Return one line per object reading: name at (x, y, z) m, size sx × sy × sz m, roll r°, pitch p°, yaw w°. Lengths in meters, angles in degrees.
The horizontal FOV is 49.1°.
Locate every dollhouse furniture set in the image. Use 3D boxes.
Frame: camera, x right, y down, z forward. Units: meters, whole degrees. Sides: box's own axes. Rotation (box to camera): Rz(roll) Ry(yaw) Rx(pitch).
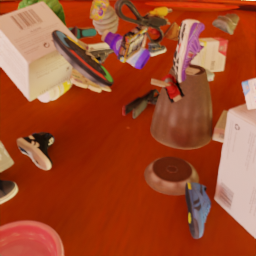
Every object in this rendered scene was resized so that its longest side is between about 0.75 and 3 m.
dollhouse furniture set at (-1.872, -2.574, 10.234) m, size 1.211 × 1.085 × 1.528 m, roll -23°, pitch 59°, yaw 37°

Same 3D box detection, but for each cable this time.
cable at (0.528, -4.020, 10.606) m, size 2.842 × 1.380 × 0.715 m, roll -4°, pitch 33°, yaw -36°

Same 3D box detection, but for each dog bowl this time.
dog bowl at (-4.662, 1.028, 7.508) m, size 2.848 × 0.835 × 2.848 m, roll -14°, pitch 8°, yaw 2°

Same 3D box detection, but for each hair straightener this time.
hair straightener at (0.955, -1.096, 12.351) m, size 1.082 × 0.576 × 2.813 m, roll 21°, pitch 33°, yaw 29°

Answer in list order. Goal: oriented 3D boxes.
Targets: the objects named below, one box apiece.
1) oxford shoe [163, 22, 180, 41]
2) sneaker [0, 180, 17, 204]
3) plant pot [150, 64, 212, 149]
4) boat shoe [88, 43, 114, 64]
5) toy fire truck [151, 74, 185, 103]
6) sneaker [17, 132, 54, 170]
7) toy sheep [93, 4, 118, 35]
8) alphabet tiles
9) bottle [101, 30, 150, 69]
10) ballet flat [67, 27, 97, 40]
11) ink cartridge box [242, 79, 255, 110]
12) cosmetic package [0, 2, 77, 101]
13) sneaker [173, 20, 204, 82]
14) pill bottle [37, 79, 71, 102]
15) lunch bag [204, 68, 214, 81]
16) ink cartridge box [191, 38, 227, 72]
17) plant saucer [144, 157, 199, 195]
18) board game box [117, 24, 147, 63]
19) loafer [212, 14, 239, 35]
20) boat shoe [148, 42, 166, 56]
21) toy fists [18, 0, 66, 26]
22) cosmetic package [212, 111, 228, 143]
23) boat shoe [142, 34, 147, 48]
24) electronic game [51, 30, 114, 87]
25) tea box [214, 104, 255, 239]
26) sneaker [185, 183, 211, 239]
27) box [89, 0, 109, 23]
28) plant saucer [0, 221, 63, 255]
oxford shoe at (2.063, -4.142, 12.283) m, size 0.720 × 0.721 × 2.021 m, roll 45°, pitch 31°, yaw 2°
sneaker at (-4.045, 1.720, 7.504) m, size 1.967 × 0.781 × 0.771 m, roll -15°, pitch 33°, yaw -24°
plant pot at (2.026, -0.920, 10.080) m, size 2.337 × 2.500 × 2.337 m, roll 0°, pitch 33°, yaw 0°
boat shoe at (-1.348, -2.997, 11.644) m, size 0.917 × 0.869 × 2.624 m, roll -6°, pitch 14°, yaw 32°
toy fire truck at (0.962, -1.097, 7.059) m, size 0.528 × 0.821 × 0.723 m, roll -29°, pitch 42°, yaw 18°
sneaker at (-2.793, 0.621, 9.303) m, size 1.072 × 0.700 × 1.916 m, roll -29°, pitch 41°, yaw -36°
toy sheep at (-0.956, -4.558, 11.732) m, size 1.203 × 1.745 × 1.203 m, roll -8°, pitch 51°, yaw 10°
alphabet tiles at (-2.278, -2.530, 13.680) m, size 2.812 × 0.210 × 2.875 m, roll 14°, pitch 24°, yaw -30°
bottle at (-0.117, -2.949, 10.364) m, size 1.862 × 0.778 × 0.608 m, roll 35°, pitch 8°, yaw 6°
ballet flat at (-2.150, -4.130, 12.274) m, size 1.575 × 0.541 × 0.496 m, roll -11°, pitch 22°, yaw -32°
ink cartridge box at (2.947, -0.785, 5.683) m, size 0.611 × 0.627 × 0.975 m, roll -14°, pitch 1°, yaw -21°
cosmetic package at (-2.843, -2.307, 8.642) m, size 1.723 × 2.059 × 1.713 m, roll -37°, pitch 81°, yaw -28°
sneaker at (1.307, -1.581, 5.967) m, size 0.558 × 1.338 × 0.540 m, roll 4°, pitch 36°, yaw -7°
pill bottle at (-3.479, -1.898, 13.052) m, size 0.996 × 0.996 × 1.790 m, roll 11°, pitch 33°, yaw 16°
lunch bag at (4.087, -2.914, 15.211) m, size 0.919 × 0.442 × 1.146 m, roll -6°, pitch 33°, yaw -10°
ink cartridge box at (4.175, -4.096, 15.845) m, size 2.410 × 1.749 × 1.005 m, roll -6°, pitch 31°, yaw -10°
plant saucer at (1.326, 1.350, 8.533) m, size 1.655 × 0.303 × 1.655 m, roll 1°, pitch 32°, yaw 0°
board game box at (0.124, -2.683, 8.877) m, size 0.301 × 0.878 × 1.062 m, roll 34°, pitch 49°, yaw 10°
loafer at (4.072, -4.406, 11.571) m, size 0.812 × 0.752 × 2.160 m, roll 32°, pitch 24°, yaw 15°
boat shoe at (1.986, -5.497, 18.941) m, size 0.672 × 0.863 × 1.900 m, roll 22°, pitch 38°, yaw 30°
toy fists at (-2.883, -3.832, 9.268) m, size 1.796 × 0.916 × 0.618 m, roll 16°, pitch 44°, yaw 26°
cosmetic package at (3.755, -0.039, 10.517) m, size 0.772 × 0.545 × 1.492 m, roll 16°, pitch 35°, yaw 24°
boat shoe at (0.463, -3.788, 12.182) m, size 0.591 × 1.705 × 0.604 m, roll 10°, pitch 44°, yaw -3°
electronic game at (-1.138, -1.783, 7.232) m, size 1.981 × 0.412 × 1.981 m, roll 42°, pitch 13°, yaw -12°
tea box at (3.953, 0.808, 6.867) m, size 2.839 × 2.886 × 1.928 m, roll -17°, pitch 35°, yaw -21°
sneaker at (1.854, 2.049, 7.163) m, size 0.671 × 0.564 × 1.711 m, roll 6°, pitch 32°, yaw 3°
box at (-1.065, -4.447, 10.285) m, size 0.481 × 0.789 × 0.760 m, roll 16°, pitch 40°, yaw -18°
plant saucer at (-2.365, 2.901, 5.841) m, size 2.026 × 0.514 × 2.026 m, roll 1°, pitch 31°, yaw 0°
